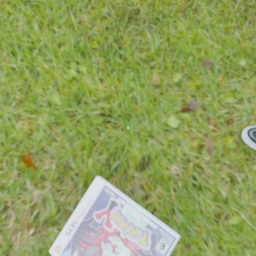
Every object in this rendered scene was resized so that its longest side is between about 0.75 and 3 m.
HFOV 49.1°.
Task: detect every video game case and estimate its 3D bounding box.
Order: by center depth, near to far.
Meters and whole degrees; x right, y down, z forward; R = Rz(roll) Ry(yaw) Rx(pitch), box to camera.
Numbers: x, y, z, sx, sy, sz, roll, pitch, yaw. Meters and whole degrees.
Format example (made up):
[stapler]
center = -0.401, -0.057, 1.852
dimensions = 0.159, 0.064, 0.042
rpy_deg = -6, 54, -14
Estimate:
[video game case]
center = -0.473, 3.168, 7.619
dimensions = 2.853, 0.328, 2.600
rpy_deg = 31, 87, 24

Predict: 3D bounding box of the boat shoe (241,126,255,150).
[boat shoe]
center = 5.664, 0.538, 10.329
dimensions = 2.729, 0.932, 1.008
rpy_deg = 24, 72, 8
